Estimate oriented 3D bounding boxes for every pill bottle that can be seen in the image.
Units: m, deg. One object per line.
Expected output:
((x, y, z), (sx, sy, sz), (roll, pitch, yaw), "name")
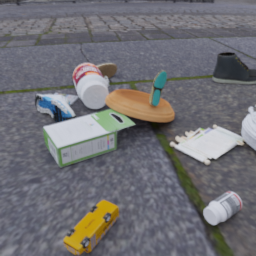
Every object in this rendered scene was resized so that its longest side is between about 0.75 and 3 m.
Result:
((-1.715, -1.939, 12.884), (1.403, 1.403, 2.562), (-8, 32, -14), "pill bottle")
((2.385, 2.037, 7.089), (0.935, 0.542, 0.542), (-20, 36, -29), "pill bottle")

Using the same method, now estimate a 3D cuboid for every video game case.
((-3.066, -1.340, 13.141), (1.253, 0.113, 0.897), (10, 33, 15), "video game case")

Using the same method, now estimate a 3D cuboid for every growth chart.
((2.884, 0.498, 9.970), (2.494, 0.221, 1.805), (-20, 36, -30), "growth chart")

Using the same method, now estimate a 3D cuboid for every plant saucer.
((0.516, -0.993, 11.342), (2.894, 0.542, 2.894), (13, 19, -5), "plant saucer")

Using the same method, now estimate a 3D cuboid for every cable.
((5.144, 0.247, 9.683), (2.372, 0.821, 2.373), (21, 36, 21), "cable")

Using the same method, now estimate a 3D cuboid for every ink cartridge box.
((-1.324, 0.260, 9.753), (2.821, 0.837, 1.465), (-18, 35, -27), "ink cartridge box")

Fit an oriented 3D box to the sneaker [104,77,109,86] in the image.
((-1.237, -2.223, 14.291), (0.429, 0.452, 1.122), (4, 33, 3), "sneaker")

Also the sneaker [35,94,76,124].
((-2.795, -0.922, 11.671), (1.156, 1.000, 2.668), (-20, 36, -38), "sneaker")

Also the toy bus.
((-0.820, 2.332, 6.541), (0.490, 0.589, 1.505), (19, 36, 26), "toy bus")

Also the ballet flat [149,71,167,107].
((1.032, -1.432, 10.096), (0.468, 1.324, 0.468), (13, 13, -3), "ballet flat")

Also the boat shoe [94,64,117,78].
((-1.813, -3.063, 15.276), (2.527, 0.909, 0.819), (-24, 43, -25), "boat shoe")

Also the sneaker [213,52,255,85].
((6.046, -3.196, 14.847), (2.877, 1.528, 1.076), (-2, 31, -3), "sneaker")
